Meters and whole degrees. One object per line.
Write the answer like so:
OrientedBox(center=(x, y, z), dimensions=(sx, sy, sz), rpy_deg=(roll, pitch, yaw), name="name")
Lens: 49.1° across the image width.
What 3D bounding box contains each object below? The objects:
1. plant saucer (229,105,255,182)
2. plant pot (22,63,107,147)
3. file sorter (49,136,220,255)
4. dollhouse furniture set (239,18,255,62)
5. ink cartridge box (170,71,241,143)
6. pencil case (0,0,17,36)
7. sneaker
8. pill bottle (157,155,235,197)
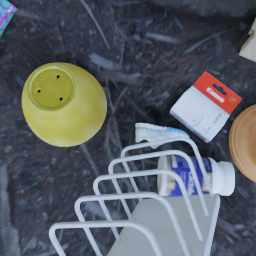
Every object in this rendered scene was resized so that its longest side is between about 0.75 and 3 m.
OrientedBox(center=(4.110, 0.421, 7.870), dimensions=(2.426, 0.454, 2.426), rpy_deg=(0, 78, 0), name="plant saucer")
OrientedBox(center=(-1.829, -0.785, 7.470), dimensions=(2.382, 1.690, 2.382), rpy_deg=(0, 79, 1), name="plant pot")
OrientedBox(center=(0.291, 1.450, 4.792), dimensions=(1.818, 2.619, 1.631), rpy_deg=(-13, 107, 30), name="file sorter")
OrientedBox(center=(4.619, -3.301, 8.199), dimensions=(1.441, 1.231, 2.781), rpy_deg=(26, 80, 5), name="dollhouse furniture set")
OrientedBox(center=(2.289, -0.679, 8.110), dimensions=(1.420, 0.499, 1.748), rpy_deg=(40, 86, 7), name="ink cartridge box")
OrientedBox(center=(-3.924, -3.280, 8.532), dimensions=(0.591, 0.544, 1.278), rpy_deg=(17, 79, 37), name="pencil case")
OrientedBox(center=(0.929, 0.279, 7.898), dimensions=(1.531, 0.574, 0.663), rpy_deg=(8, 85, 10), name="sneaker")
OrientedBox(center=(1.741, 1.286, 7.381), dimensions=(1.846, 1.068, 1.068), rpy_deg=(2, 79, 1), name="pill bottle")
